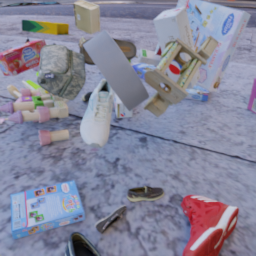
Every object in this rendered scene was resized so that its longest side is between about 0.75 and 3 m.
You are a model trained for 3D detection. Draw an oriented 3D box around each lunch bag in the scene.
[{"bbox_3d":[-1.646,-1.375,6.764,1.034,0.859,1.232,16,46,-29],"label":"lunch bag"}]

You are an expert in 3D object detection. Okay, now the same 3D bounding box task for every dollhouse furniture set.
[{"bbox_3d":[1.148,-1.559,7.572,1.096,1.743,1.971,37,65,-6],"label":"dollhouse furniture set"}]

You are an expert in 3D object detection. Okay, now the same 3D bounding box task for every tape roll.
[{"bbox_3d":[-0.277,-1.394,6.964,0.656,1.987,1.987,-34,34,4],"label":"tape roll"}]

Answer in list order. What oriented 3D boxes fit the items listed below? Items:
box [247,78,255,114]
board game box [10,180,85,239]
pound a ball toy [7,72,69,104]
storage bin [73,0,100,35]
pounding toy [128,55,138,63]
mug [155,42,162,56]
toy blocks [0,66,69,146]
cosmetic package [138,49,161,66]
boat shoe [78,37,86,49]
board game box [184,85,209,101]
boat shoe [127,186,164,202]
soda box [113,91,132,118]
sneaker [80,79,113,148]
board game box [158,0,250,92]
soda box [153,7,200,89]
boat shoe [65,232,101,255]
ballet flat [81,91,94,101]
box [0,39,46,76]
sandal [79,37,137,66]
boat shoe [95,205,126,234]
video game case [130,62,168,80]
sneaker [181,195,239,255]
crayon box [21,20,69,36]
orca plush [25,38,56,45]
[{"bbox_3d":[6.503,-1.487,12.665,1.728,1.520,0.835,-9,32,-16],"label":"box"},{"bbox_3d":[-2.242,2.178,7.721,1.824,0.334,1.379,-11,33,-17],"label":"board game box"},{"bbox_3d":[-4.307,-1.639,13.549,1.912,1.246,2.933,-44,47,-16],"label":"pound a ball toy"},{"bbox_3d":[-1.761,-4.682,11.869,1.090,1.098,0.515,31,52,26],"label":"storage bin"},{"bbox_3d":[-0.629,-4.424,17.328,2.428,1.127,1.874,-29,30,-15],"label":"pounding toy"},{"bbox_3d":[1.690,-2.846,9.805,1.203,1.068,0.802,21,25,-6],"label":"mug"},{"bbox_3d":[-3.702,-1.027,10.674,2.333,2.771,2.590,-8,31,-24],"label":"toy blocks"},{"bbox_3d":[0.794,-2.658,10.577,0.800,0.339,0.431,5,61,-20],"label":"cosmetic package"},{"bbox_3d":[-2.171,-3.969,13.263,0.437,0.482,1.354,-30,26,-1],"label":"boat shoe"},{"bbox_3d":[3.362,-1.974,14.599,1.667,0.363,1.676,8,32,15],"label":"board game box"},{"bbox_3d":[0.522,1.890,8.175,1.121,0.363,0.410,-8,32,-13],"label":"boat shoe"},{"bbox_3d":[-0.292,-1.325,13.127,0.720,0.771,2.263,-4,31,-7],"label":"soda box"},{"bbox_3d":[-0.872,-0.509,8.224,0.843,0.960,2.396,12,49,-12],"label":"sneaker"},{"bbox_3d":[2.726,-3.307,10.877,0.600,2.916,2.909,-5,34,-42],"label":"board game box"},{"bbox_3d":[1.611,-2.466,8.979,0.777,2.440,0.831,4,39,36],"label":"soda box"},{"bbox_3d":[-0.676,3.095,5.843,0.814,0.672,2.174,-12,35,-29],"label":"boat shoe"},{"bbox_3d":[-1.328,-1.919,13.415,2.324,0.660,0.772,-27,10,23],"label":"ballet flat"},{"bbox_3d":[-2.909,-1.968,7.828,0.649,0.621,1.302,11,38,43],"label":"box"},{"bbox_3d":[-0.706,-3.253,11.629,2.772,1.133,0.757,-9,-4,-31],"label":"sandal"},{"bbox_3d":[-0.396,2.422,7.371,1.013,0.339,0.289,-27,52,-30],"label":"boat shoe"},{"bbox_3d":[1.453,-3.543,17.076,2.036,0.511,2.246,-20,37,-29],"label":"video game case"},{"bbox_3d":[1.682,2.468,6.951,1.337,0.907,2.314,16,21,40],"label":"sneaker"},{"bbox_3d":[-2.473,-3.140,8.794,1.405,0.357,0.892,9,21,8],"label":"crayon box"},{"bbox_3d":[-3.544,-3.099,11.734,1.839,0.967,0.654,2,7,-39],"label":"orca plush"}]
